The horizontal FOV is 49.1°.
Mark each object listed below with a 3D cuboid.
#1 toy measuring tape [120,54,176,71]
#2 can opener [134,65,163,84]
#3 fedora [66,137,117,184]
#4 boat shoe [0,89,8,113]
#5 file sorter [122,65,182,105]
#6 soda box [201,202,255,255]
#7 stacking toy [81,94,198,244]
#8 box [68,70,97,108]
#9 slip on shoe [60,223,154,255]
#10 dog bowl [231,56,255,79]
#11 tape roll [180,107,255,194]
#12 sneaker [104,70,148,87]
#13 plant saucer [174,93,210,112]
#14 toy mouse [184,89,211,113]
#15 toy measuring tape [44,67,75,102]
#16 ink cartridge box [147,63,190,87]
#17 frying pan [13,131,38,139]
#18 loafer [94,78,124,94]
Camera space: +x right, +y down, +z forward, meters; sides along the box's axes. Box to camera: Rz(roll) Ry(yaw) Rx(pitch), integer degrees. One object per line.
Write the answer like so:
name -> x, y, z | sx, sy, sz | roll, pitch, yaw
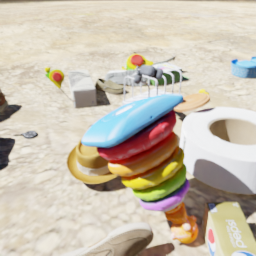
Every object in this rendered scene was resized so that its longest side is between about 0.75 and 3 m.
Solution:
toy measuring tape -> 0.873, -3.237, 13.528 | 2.884, 1.061, 1.061 | -24, 36, -13
can opener -> 0.570, -1.596, 8.726 | 0.514, 0.644, 1.925 | 15, 11, -13
fedora -> -0.743, 0.555, 6.859 | 1.668, 0.680, 1.668 | -3, 46, 3
boat shoe -> -5.172, -0.684, 9.538 | 0.977, 0.926, 2.580 | 6, 31, 11
file sorter -> 0.932, -1.500, 10.663 | 1.979, 1.232, 1.373 | -26, 39, -37
soda box -> 1.812, 2.237, 4.736 | 0.657, 0.695, 2.054 | 1, 30, 1
stacking toy -> 0.569, 0.922, 5.209 | 1.677, 2.889, 1.585 | -33, 12, -24
box -> -1.893, -1.635, 11.345 | 0.918, 0.764, 2.234 | -8, 31, -14
slip on shoe -> -0.373, 2.229, 4.719 | 1.893, 0.720, 0.573 | -14, 28, -17
dog bowl -> 6.192, -2.993, 13.843 | 2.485, 0.616, 1.385 | -13, 32, -20
tape roll -> 2.798, 0.464, 7.473 | 2.839, 0.993, 2.839 | 0, 30, 0
sneaker -> -0.054, -2.321, 12.645 | 1.950, 0.745, 0.785 | 6, 21, 7
plant saucer -> 1.914, -0.803, 8.510 | 1.121, 0.181, 1.121 | -18, 20, 7
toy mouse -> 2.154, -0.881, 9.001 | 1.014, 0.221, 1.141 | -37, 25, 1
toy measuring tape -> -1.979, -1.368, 8.486 | 0.478, 1.301, 0.478 | -38, 21, 17
ink cartridge box -> 1.794, -2.569, 13.101 | 2.084, 0.618, 1.082 | -16, 34, -26
frying pan -> -3.221, 0.178, 8.892 | 0.750, 0.122, 0.454 | 14, 32, 17
loafer -> -0.794, -1.785, 11.880 | 1.434, 0.484, 0.545 | 11, 32, 18
